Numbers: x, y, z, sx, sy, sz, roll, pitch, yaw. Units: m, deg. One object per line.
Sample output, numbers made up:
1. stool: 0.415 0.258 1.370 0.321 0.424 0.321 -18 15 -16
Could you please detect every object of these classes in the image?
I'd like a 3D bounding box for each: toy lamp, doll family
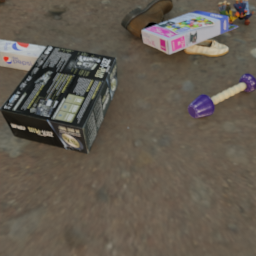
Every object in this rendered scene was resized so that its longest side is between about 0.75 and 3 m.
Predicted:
1. toy lamp: 2.865 -0.962 8.535 2.402 0.699 0.699 -28 57 -19
2. doll family: 4.294 -4.543 11.181 1.700 0.667 0.983 -13 93 0

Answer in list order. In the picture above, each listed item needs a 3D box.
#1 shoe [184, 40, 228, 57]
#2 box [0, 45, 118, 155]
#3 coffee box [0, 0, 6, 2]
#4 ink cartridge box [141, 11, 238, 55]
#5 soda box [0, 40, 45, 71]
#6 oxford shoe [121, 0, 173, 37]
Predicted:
1. shoe: 2.872 -2.937 10.222 1.609 0.429 0.563 1 52 1
2. box: -1.799 -0.924 8.153 2.322 1.221 2.835 12 53 9
3. coffee box: -6.574 -5.826 12.077 2.069 0.825 1.183 -28 55 -26
4. ink cartridge box: 2.177 -3.528 9.960 2.970 0.623 1.772 -23 36 -16
5. soda box: -3.677 -2.474 9.691 2.041 0.697 0.647 11 52 8
6. oxford shoe: 1.004 -4.281 11.094 1.146 0.986 2.714 46 62 6
